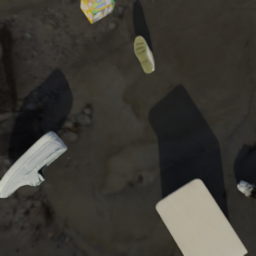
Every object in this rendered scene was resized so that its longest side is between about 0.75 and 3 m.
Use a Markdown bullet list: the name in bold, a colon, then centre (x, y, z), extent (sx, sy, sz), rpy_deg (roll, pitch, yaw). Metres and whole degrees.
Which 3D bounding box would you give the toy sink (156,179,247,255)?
- **toy sink**: centre (2.025, 2.891, 8.384), extent (1.554, 1.335, 2.384), rpy_deg (-32, 81, -2)

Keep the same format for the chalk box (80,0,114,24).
- **chalk box**: centre (-1.045, -4.665, 10.470), extent (1.257, 0.782, 0.778), rpy_deg (-37, 93, -12)

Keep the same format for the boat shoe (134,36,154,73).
- **boat shoe**: centre (0.587, -2.627, 10.014), extent (0.490, 0.448, 1.311), rpy_deg (-9, 111, 26)

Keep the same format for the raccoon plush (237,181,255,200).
- **raccoon plush**: centre (4.460, 2.920, 8.867), extent (2.413, 1.168, 1.617), rpy_deg (25, 93, 37)

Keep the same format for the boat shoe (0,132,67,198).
- **boat shoe**: centre (-2.978, 1.319, 8.725), extent (0.927, 0.908, 2.602), rpy_deg (43, 87, 2)
